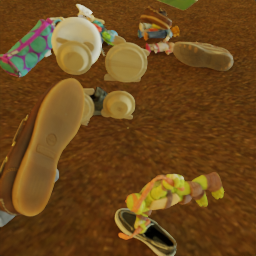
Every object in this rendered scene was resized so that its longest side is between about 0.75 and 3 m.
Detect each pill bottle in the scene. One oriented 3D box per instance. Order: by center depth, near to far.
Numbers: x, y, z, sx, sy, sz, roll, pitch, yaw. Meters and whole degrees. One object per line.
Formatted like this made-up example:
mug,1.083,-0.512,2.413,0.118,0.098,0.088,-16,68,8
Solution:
pill bottle,-1.147,-1.932,6.559,1.013,1.013,1.855,-5,13,-5

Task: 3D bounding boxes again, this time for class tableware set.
tableware set,-0.614,-0.925,5.956,1.833,2.195,0.255,6,36,-6

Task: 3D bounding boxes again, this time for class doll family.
doll family,1.361,-4.101,11.967,1.463,1.062,2.358,-8,44,-9

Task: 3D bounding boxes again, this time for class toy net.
toy net,-1.106,-3.298,8.961,1.809,0.349,0.949,41,35,9

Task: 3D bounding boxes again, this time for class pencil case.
pencil case,-2.552,-2.088,7.334,0.715,0.776,1.680,34,68,5

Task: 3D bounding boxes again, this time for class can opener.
can opener,-2.841,1.574,5.977,0.796,0.998,2.986,28,50,27

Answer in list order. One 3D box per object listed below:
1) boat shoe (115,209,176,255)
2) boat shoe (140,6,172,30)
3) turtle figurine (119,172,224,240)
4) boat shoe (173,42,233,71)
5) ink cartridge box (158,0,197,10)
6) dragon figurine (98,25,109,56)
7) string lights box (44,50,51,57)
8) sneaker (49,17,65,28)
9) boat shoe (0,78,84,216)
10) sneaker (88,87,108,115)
boat shoe,0.357,2.080,5.826,1.481,0.471,0.524,26,49,25
boat shoe,0.707,-2.722,6.788,0.433,0.434,1.232,-53,39,10
turtle figurine,0.510,0.985,3.904,1.393,1.728,0.556,-5,49,-23
boat shoe,2.894,-2.858,10.882,2.320,0.878,0.833,20,43,8
ink cartridge box,0.744,-3.622,6.574,1.899,0.563,0.986,9,83,-24
dragon figurine,-1.169,-3.898,12.069,1.067,0.632,2.147,-21,46,-21
string lights box,-3.667,-3.343,11.578,0.965,0.496,0.284,28,50,26
sneaker,-3.032,-4.367,12.262,1.005,1.061,2.628,-20,46,-18
boat shoe,-1.252,0.166,3.882,0.717,0.717,2.038,-3,54,34
sneaker,-0.600,-0.855,8.708,1.454,0.833,0.556,-3,45,-7
